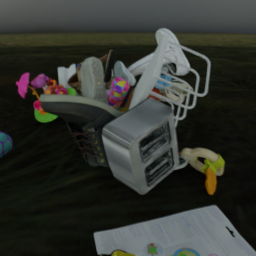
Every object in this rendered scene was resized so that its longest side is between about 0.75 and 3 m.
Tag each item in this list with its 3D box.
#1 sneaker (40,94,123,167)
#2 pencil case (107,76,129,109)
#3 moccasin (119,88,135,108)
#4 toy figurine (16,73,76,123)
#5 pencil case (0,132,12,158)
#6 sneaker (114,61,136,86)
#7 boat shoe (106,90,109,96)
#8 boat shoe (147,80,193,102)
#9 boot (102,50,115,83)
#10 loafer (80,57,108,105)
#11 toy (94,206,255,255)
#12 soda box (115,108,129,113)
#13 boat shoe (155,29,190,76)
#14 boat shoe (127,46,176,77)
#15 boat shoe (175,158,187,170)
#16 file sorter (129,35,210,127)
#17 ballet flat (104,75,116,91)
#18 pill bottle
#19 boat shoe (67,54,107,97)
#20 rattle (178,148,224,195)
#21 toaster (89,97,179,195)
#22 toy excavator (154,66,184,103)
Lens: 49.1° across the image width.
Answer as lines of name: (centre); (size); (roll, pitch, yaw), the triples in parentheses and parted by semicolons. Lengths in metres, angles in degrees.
sneaker: (-0.944, 0.140, 6.499); (1.024, 1.454, 2.738); (8, -6, 35)
pencil case: (-0.372, -1.062, 8.737); (0.581, 0.581, 1.315); (-6, -21, -16)
moccasin: (0.041, -0.965, 11.347); (0.615, 0.649, 1.682); (-29, 33, 36)
toy figurine: (-2.971, -1.272, 9.698); (1.794, 1.652, 1.347); (-28, 53, 6)
pencil case: (-3.866, 0.671, 7.542); (0.737, 0.678, 1.594); (31, 24, 1)
sneaker: (-0.114, -1.710, 9.039); (0.406, 0.419, 1.147); (17, 37, -43)
boat shoe: (-1.075, -1.075, 10.439); (2.371, 0.775, 0.872); (-27, 1, 31)
boat shoe: (1.842, -1.739, 13.562); (2.783, 0.991, 0.871); (-13, 35, -27)
boot: (-0.861, -2.100, 9.231); (0.717, 1.036, 0.401); (24, 20, 23)
loafer: (-1.101, -1.124, 8.736); (0.727, 2.079, 0.726); (1, -7, -44)
toy: (0.672, 1.981, 4.349); (2.235, 0.528, 1.287); (-6, 24, -13)
soda box: (-0.272, -0.327, 9.513); (1.697, 0.575, 0.543); (4, -26, 46)
boat shoe: (1.536, -2.890, 10.546); (0.696, 0.784, 2.130); (-15, 65, -35)
boat shoe: (0.762, -2.210, 10.190); (2.034, 0.665, 0.748); (-25, -1, 27)
boat shoe: (1.189, 0.906, 7.442); (1.009, 0.321, 0.357); (-13, 25, -31)
file sorter: (1.006, -0.960, 7.629); (1.391, 2.234, 1.550); (22, 55, -7)
ballet flat: (-0.897, -1.442, 11.531); (0.600, 1.698, 0.600); (30, 35, -24)
pill bottle: (-2.091, -2.406, 13.809); (2.574, 1.489, 1.489); (-5, 21, -12)
boat shoe: (-1.455, -1.964, 10.359); (0.931, 0.982, 2.594); (28, -36, -28)
rattle: (1.558, 1.004, 6.932); (1.426, 1.018, 0.928); (16, -17, 26)
toaster: (0.293, 0.419, 6.473); (1.821, 1.647, 1.081); (-33, 38, -27)
toy excavator: (1.681, -1.924, 12.648); (1.642, 1.689, 0.844); (-1, 9, 6)
